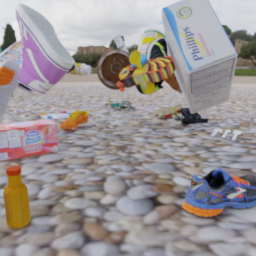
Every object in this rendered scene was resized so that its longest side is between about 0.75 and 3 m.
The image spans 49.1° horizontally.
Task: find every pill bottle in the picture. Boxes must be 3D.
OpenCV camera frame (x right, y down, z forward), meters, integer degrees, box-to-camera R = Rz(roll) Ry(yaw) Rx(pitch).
[{"bbox_3d":[-2.035,-2.465,11.837,0.890,0.502,0.502,10,15,21],"label":"pill bottle"},{"bbox_3d":[1.016,-3.388,13.094,1.271,2.254,1.271,11,-22,4],"label":"pill bottle"}]

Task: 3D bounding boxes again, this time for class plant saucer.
[{"bbox_3d":[-0.447,-2.273,10.832,1.583,1.583,0.254,0,-1,2],"label":"plant saucer"}]

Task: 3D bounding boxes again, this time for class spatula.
[{"bbox_3d":[3.921,0.252,11.336,1.103,0.127,1.586,12,17,26],"label":"spatula"}]

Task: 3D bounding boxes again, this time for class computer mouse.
[{"bbox_3d":[2.869,-0.472,13.870,1.520,0.498,2.165,-4,20,-11],"label":"computer mouse"}]

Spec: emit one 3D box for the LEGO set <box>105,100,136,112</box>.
[{"bbox_3d":[-0.455,-1.529,17.605,2.027,0.574,1.316,6,29,5],"label":"LEGO set"}]

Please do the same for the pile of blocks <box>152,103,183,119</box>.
[{"bbox_3d":[2.212,-0.730,15.068,1.887,0.775,0.586,-15,60,-21],"label":"pile of blocks"}]

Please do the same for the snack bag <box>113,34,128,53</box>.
[{"bbox_3d":[-0.311,-3.691,12.683,0.111,1.039,0.979,-31,16,-10],"label":"snack bag"}]

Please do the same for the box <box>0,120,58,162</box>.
[{"bbox_3d":[-3.299,0.339,8.857,1.906,0.978,0.902,-10,16,-36],"label":"box"}]

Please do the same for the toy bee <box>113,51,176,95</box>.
[{"bbox_3d":[0.255,-1.410,7.809,2.054,1.345,1.117,-15,37,53],"label":"toy bee"}]

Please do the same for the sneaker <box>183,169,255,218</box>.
[{"bbox_3d":[1.969,1.175,5.529,1.941,0.761,0.731,-7,15,-29],"label":"sneaker"}]

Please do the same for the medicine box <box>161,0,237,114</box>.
[{"bbox_3d":[2.329,-2.361,9.485,1.489,2.635,2.893,-19,-25,5],"label":"medicine box"}]

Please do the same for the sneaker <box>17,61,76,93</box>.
[{"bbox_3d":[-2.991,-1.897,9.943,2.229,0.781,1.209,-3,51,-3],"label":"sneaker"}]

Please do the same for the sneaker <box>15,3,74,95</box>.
[{"bbox_3d":[-2.265,-1.785,6.454,0.858,1.351,2.369,13,39,-51],"label":"sneaker"}]

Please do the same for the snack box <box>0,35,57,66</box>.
[{"bbox_3d":[-3.657,-2.580,9.764,1.052,0.356,2.926,17,47,12],"label":"snack box"}]

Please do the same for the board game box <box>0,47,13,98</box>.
[{"bbox_3d":[-5.222,-2.667,11.232,0.387,2.661,1.791,-17,27,-24],"label":"board game box"}]

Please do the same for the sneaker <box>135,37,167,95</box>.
[{"bbox_3d":[1.074,-2.021,9.202,1.022,2.468,0.885,-1,-35,36],"label":"sneaker"}]

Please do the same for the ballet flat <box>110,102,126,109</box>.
[{"bbox_3d":[-0.596,-1.484,18.407,1.289,0.463,0.463,9,15,27],"label":"ballet flat"}]

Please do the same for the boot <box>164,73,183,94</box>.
[{"bbox_3d":[1.922,-2.363,12.349,1.275,1.643,0.630,28,-40,-34],"label":"boot"}]

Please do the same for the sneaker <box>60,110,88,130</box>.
[{"bbox_3d":[-2.438,-0.354,12.470,0.761,0.805,2.086,4,15,14],"label":"sneaker"}]

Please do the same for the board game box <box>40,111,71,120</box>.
[{"bbox_3d":[-3.923,-0.709,15.463,1.497,0.194,1.497,-7,14,-30],"label":"board game box"}]

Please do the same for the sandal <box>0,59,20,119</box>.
[{"bbox_3d":[-3.224,-0.977,6.959,0.479,1.672,0.641,4,-23,28],"label":"sandal"}]

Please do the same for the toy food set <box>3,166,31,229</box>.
[{"bbox_3d":[-2.937,1.188,4.785,2.329,1.048,1.112,4,13,16],"label":"toy food set"}]
